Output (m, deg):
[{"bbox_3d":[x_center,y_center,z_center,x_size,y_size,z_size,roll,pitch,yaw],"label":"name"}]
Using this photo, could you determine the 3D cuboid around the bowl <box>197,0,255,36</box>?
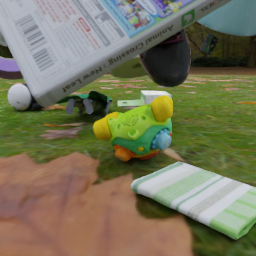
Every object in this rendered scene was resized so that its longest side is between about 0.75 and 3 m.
[{"bbox_3d":[2.936,-3.654,7.826,2.256,1.180,2.256,6,45,-6],"label":"bowl"}]

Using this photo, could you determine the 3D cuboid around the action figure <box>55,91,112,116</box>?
[{"bbox_3d":[-1.213,-0.826,9.607,1.769,0.819,2.995,1,6,10],"label":"action figure"}]

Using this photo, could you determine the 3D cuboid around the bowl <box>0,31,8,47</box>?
[{"bbox_3d":[-3.510,-3.197,8.174,0.670,1.490,1.490,-22,-5,42],"label":"bowl"}]

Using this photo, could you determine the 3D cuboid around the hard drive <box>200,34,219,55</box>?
[{"bbox_3d":[2.736,-2.801,9.404,0.161,0.594,0.850,35,23,24],"label":"hard drive"}]

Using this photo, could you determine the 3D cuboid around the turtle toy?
[{"bbox_3d":[0.278,0.038,5.370,1.410,0.978,1.935,-18,6,14],"label":"turtle toy"}]

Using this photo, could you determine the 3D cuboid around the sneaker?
[{"bbox_3d":[0.398,-1.541,3.577,0.719,1.900,1.098,-10,-11,3],"label":"sneaker"}]

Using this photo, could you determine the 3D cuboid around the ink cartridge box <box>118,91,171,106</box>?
[{"bbox_3d":[0.667,-1.330,12.511,2.244,0.538,1.633,1,13,-3],"label":"ink cartridge box"}]

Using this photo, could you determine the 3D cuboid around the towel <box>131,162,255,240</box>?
[{"bbox_3d":[0.938,0.878,3.647,1.139,0.234,1.527,-14,21,-41],"label":"towel"}]

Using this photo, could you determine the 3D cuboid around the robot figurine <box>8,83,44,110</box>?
[{"bbox_3d":[-3.816,-1.220,10.881,1.248,1.037,1.661,-6,8,31],"label":"robot figurine"}]

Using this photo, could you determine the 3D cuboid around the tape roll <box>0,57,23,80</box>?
[{"bbox_3d":[-2.744,-2.043,6.503,1.748,1.748,0.574,-5,-7,-23],"label":"tape roll"}]

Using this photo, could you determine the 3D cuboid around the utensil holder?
[{"bbox_3d":[0.116,-2.694,7.851,1.836,2.160,1.836,-10,-8,-1],"label":"utensil holder"}]

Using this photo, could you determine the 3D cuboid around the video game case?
[{"bbox_3d":[-0.357,-1.437,2.582,1.906,2.094,0.231,-31,-26,-5],"label":"video game case"}]
